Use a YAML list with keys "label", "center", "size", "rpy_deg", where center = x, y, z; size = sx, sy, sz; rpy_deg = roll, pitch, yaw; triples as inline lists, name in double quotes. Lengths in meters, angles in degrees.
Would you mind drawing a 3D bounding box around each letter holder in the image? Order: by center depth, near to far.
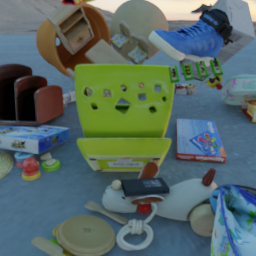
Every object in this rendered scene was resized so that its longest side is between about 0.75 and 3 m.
- label: "letter holder"
  center: [-3.508, -1.318, 10.330]
  size: [1.438, 2.032, 2.859]
  rpy_deg: [2, 11, 4]

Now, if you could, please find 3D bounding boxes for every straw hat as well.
- label: "straw hat"
  center: [-4.534, 0.693, 7.618]
  size: [2.543, 1.076, 2.543]
  rpy_deg: [0, 23, 0]

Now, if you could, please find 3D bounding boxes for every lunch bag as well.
- label: "lunch bag"
  center: [1.729, 1.989, 3.956]
  size: [1.213, 1.619, 1.904]
  rpy_deg: [-4, 24, -8]
- label: "lunch bag"
  center: [5.427, -1.650, 12.060]
  size: [2.459, 0.948, 1.972]
  rpy_deg: [1, -11, 6]

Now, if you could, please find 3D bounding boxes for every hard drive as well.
- label: "hard drive"
  center: [0.339, 1.243, 5.906]
  size: [0.915, 0.150, 0.639]
  rpy_deg: [-2, 12, -9]

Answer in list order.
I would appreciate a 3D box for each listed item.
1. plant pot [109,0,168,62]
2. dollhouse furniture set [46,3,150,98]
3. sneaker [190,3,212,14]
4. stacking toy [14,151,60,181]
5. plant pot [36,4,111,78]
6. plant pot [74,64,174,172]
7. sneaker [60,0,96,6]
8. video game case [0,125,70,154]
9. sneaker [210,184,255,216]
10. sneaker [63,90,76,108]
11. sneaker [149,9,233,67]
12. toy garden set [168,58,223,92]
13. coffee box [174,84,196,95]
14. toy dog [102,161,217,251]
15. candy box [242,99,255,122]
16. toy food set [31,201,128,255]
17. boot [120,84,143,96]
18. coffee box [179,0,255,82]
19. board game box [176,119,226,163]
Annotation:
- label: "plant pot"
  center: [0.292, -3.757, 11.706]
  size: [2.556, 2.556, 1.716]
  rpy_deg: [6, 47, 14]
- label: "dollhouse furniture set"
  center: [-1.033, -2.545, 8.732]
  size: [2.393, 1.695, 2.605]
  rpy_deg: [-44, 74, -7]
- label: "sneaker"
  center: [2.894, -4.733, 11.098]
  size: [0.885, 0.363, 0.341]
  rpy_deg: [-7, 18, 11]
- label: "stacking toy"
  center: [-2.568, 0.870, 7.897]
  size: [1.103, 0.515, 1.219]
  rpy_deg: [-16, 29, -32]
- label: "plant pot"
  center: [-2.294, -3.355, 11.071]
  size: [1.934, 2.763, 2.763]
  rpy_deg: [17, 29, 39]
- label: "plant pot"
  center: [-0.092, -0.078, 7.330]
  size: [2.459, 2.231, 2.447]
  rpy_deg: [0, -20, -1]
- label: "sneaker"
  center: [-1.026, -2.767, 5.976]
  size: [0.904, 0.353, 0.408]
  rpy_deg: [-5, 52, 9]
- label: "video game case"
  center: [-3.077, 0.273, 8.825]
  size: [1.773, 0.444, 1.956]
  rpy_deg: [5, 11, 14]
- label: "sneaker"
  center: [2.690, 1.653, 5.423]
  size: [2.540, 0.930, 1.041]
  rpy_deg: [20, 15, -6]
- label: "sneaker"
  center: [-2.785, -1.300, 12.849]
  size: [1.485, 0.558, 0.854]
  rpy_deg: [-14, 27, -17]
- label: "sneaker"
  center: [1.843, -2.637, 7.645]
  size: [2.779, 1.546, 1.067]
  rpy_deg: [1, 44, -43]
- label: "toy garden set"
  center: [1.318, -1.032, 5.431]
  size: [1.010, 0.201, 0.842]
  rpy_deg: [-8, 49, 9]
- label: "coffee box"
  center: [2.975, -2.005, 14.591]
  size: [1.049, 0.418, 0.600]
  rpy_deg: [1, 24, 3]
- label: "toy dog"
  center: [0.832, 1.336, 5.824]
  size: [2.614, 1.259, 1.724]
  rpy_deg: [-4, 24, -15]
- label: "candy box"
  center: [5.966, -0.682, 11.264]
  size: [2.295, 0.648, 1.339]
  rpy_deg: [0, 21, 4]
- label: "toy food set"
  center: [-0.843, 2.104, 5.403]
  size: [1.219, 0.354, 1.766]
  rpy_deg: [19, 18, 25]
- label: "boot"
  center: [0.746, -2.371, 14.884]
  size: [2.544, 0.961, 2.905]
  rpy_deg: [-10, 21, 10]
- label: "coffee box"
  center: [3.121, -3.219, 10.394]
  size: [1.129, 1.619, 2.831]
  rpy_deg: [12, -25, -21]
- label: "board game box"
  center: [2.333, 0.338, 9.416]
  size: [1.427, 0.270, 2.771]
  rpy_deg: [2, 24, 9]
